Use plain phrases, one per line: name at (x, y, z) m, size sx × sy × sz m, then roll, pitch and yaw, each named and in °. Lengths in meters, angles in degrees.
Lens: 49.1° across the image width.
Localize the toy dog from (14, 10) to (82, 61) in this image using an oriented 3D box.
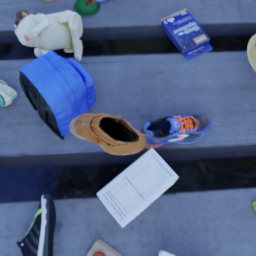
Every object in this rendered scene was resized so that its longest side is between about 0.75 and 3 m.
toy dog at (-3.157, -3.867, 10.928) m, size 2.546 × 1.776 × 2.468 m, roll -1°, pitch 56°, yaw 0°

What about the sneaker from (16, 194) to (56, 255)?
sneaker at (-2.868, 3.329, 8.512) m, size 1.073 × 0.929 × 2.591 m, roll -1°, pitch 69°, yaw 0°

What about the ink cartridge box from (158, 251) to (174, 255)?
ink cartridge box at (1.634, 4.576, 8.080) m, size 1.932 × 0.815 × 1.411 m, roll 19°, pitch 70°, yaw 7°

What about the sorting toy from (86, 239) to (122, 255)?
sorting toy at (-0.531, 4.572, 8.376) m, size 2.043 × 0.274 × 1.522 m, roll 32°, pitch 72°, yaw 12°

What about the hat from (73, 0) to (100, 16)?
hat at (-1.720, -5.558, 11.830) m, size 1.329 × 1.170 × 1.101 m, roll -4°, pitch 66°, yaw -3°

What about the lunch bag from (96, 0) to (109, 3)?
lunch bag at (-0.659, -6.457, 12.010) m, size 1.827 × 1.553 × 1.131 m, roll -13°, pitch 67°, yaw -4°

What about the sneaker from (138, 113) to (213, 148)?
sneaker at (1.656, 0.043, 9.708) m, size 2.781 × 1.091 × 1.048 m, roll -15°, pitch 70°, yaw -6°

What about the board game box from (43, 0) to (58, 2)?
board game box at (-3.472, -6.283, 12.669) m, size 0.635 × 0.199 × 1.330 m, roll -1°, pitch 71°, yaw -1°

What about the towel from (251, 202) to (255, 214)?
towel at (4.703, 3.120, 9.013) m, size 0.731 × 0.153 × 1.699 m, roll -20°, pitch 70°, yaw -7°

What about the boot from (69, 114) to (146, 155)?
boot at (-0.157, 0.158, 7.187) m, size 2.445 × 1.898 × 0.938 m, roll 23°, pitch 76°, yaw -28°

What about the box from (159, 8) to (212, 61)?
box at (2.422, -3.903, 11.657) m, size 1.331 × 0.356 × 2.197 m, roll -27°, pitch 72°, yaw -10°

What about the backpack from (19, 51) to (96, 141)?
backpack at (-2.314, -1.302, 9.405) m, size 2.129 × 2.621 × 2.199 m, roll 43°, pitch 75°, yaw 16°

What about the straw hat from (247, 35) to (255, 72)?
straw hat at (5.524, -2.411, 10.691) m, size 2.465 × 1.043 × 2.465 m, roll 0°, pitch 69°, yaw -1°

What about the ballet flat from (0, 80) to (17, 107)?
ballet flat at (-5.413, -1.683, 10.640) m, size 2.684 × 0.905 × 0.837 m, roll 32°, pitch 48°, yaw 7°

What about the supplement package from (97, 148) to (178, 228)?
supplement package at (0.281, 1.925, 8.895) m, size 2.234 × 1.224 × 1.271 m, roll -37°, pitch 73°, yaw -13°
